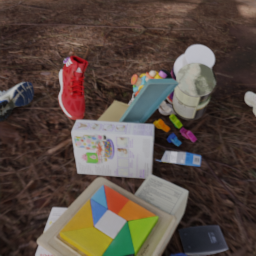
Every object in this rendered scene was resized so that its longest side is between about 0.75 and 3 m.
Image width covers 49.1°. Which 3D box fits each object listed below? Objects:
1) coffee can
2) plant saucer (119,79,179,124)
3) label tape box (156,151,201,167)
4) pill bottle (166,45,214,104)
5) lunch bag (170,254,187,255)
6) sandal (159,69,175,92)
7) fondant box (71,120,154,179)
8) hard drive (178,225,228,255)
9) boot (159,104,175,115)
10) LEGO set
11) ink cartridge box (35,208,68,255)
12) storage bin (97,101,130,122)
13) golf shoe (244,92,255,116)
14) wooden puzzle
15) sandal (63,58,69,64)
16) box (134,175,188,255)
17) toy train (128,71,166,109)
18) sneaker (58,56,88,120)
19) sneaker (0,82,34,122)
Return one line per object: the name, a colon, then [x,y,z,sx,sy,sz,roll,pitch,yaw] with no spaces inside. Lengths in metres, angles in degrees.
coffee can: [2.290,-1.243,9.998,1.312,1.793,1.312,-2,65,3]
plant saucer: [0.486,-0.697,8.499,0.944,2.701,0.256,-4,66,-23]
label tape box: [1.439,0.873,8.076,0.754,0.348,1.052,13,-7,-41]
pill bottle: [2.515,-2.104,11.605,1.531,2.748,1.531,2,67,-6]
lunch bag: [1.164,3.410,6.392,0.718,0.699,1.057,-9,38,-12]
sandal: [1.539,-1.865,11.204,0.507,0.323,1.348,3,46,-24]
fondant box: [-0.449,0.713,9.085,2.510,1.811,0.731,3,37,4]
hard drive: [1.949,2.972,7.367,1.131,0.239,0.763,-4,37,-5]
boot: [1.984,-0.823,11.716,1.372,0.505,0.656,-2,-10,-34]
LEGO set: [1.498,-0.092,10.575,0.812,2.129,0.874,-45,21,-6]
ink cartridge box: [-1.479,2.935,6.740,1.065,1.038,1.657,3,36,4]
storage bin: [-0.304,-0.157,10.569,1.482,0.699,1.492,20,56,32]
golf shoe: [5.811,-1.234,12.508,0.718,0.873,1.908,-3,35,-2]
wooden puzzle: [-0.439,2.268,6.368,2.470,0.460,2.285,21,42,25]
sandal: [-3.707,-4.109,16.909,0.330,0.199,0.811,5,37,7]
box: [0.437,2.579,7.210,1.278,1.046,2.692,21,42,26]
toy train: [0.546,-1.431,10.878,0.690,1.863,2.480,29,-4,-24]
sneaker: [-2.263,-1.837,11.774,1.100,1.622,2.808,-4,62,-31]
sneaker: [-5.409,-1.346,12.554,1.155,1.045,2.712,13,38,23]
